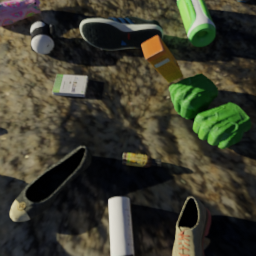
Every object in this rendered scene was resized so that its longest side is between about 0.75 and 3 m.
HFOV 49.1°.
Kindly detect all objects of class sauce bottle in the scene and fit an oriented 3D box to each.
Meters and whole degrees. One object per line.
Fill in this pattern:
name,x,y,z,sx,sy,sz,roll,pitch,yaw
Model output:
sauce bottle,0.372,0.884,7.557,1.045,0.338,0.338,5,60,3

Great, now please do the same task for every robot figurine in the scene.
robot figurine,-2.948,-3.111,9.652,0.768,0.925,1.231,-1,58,-20

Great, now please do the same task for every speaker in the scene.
speaker,2.407,-4.022,10.029,1.017,1.017,2.300,-6,60,-3
speaker,-0.171,2.326,6.598,0.538,0.538,1.324,-4,61,-3

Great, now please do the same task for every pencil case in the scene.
pencil case,-4.131,-4.361,10.366,1.767,0.773,0.773,-25,63,-13

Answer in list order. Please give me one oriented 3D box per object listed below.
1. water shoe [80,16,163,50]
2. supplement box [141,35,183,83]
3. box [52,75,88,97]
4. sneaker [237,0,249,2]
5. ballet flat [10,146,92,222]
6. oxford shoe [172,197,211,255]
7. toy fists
water shoe,-0.224,-3.354,9.802,2.846,1.018,1.123,6,41,-4
supplement box,0.985,-1.838,7.754,0.560,1.628,0.542,-26,64,23
box,-1.838,-1.353,8.953,1.022,0.186,0.737,5,60,1
sneaker,4.851,-6.068,11.280,0.806,0.902,2.202,12,60,7
ballet flat,-1.955,1.318,7.080,0.831,0.710,2.500,38,67,20
oxford shoe,1.226,2.546,6.052,0.768,0.815,2.180,-10,44,33
toy fists,2.194,-0.476,8.067,1.300,0.877,2.551,-24,61,-22
